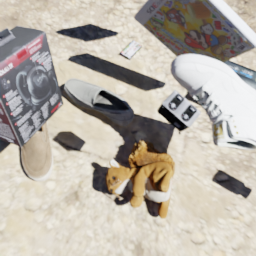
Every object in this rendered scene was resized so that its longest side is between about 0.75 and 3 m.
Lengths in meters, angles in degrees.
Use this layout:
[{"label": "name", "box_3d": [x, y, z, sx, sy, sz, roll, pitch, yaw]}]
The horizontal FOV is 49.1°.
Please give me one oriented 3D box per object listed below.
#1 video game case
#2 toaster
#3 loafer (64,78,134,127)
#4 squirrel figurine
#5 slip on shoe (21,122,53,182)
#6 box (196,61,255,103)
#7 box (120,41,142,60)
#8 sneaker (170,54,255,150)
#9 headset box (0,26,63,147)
[{"label": "video game case", "box_3d": [1.764, -2.798, 7.860, 2.808, 2.556, 0.321, 37, 72, -15]}, {"label": "toaster", "box_3d": [0.976, -0.298, 5.496, 0.699, 0.773, 0.459, 42, 80, 4]}, {"label": "loafer", "box_3d": [-1.045, -1.065, 9.825, 2.871, 1.002, 1.004, 27, 66, 13]}, {"label": "squirrel figurine", "box_3d": [0.372, 1.410, 8.516, 1.947, 1.476, 2.086, 7, 47, 16]}, {"label": "slip on shoe", "box_3d": [-3.023, 0.409, 9.169, 1.006, 0.802, 2.646, -6, 63, -3]}, {"label": "box", "box_3d": [4.037, -1.302, 10.181, 2.537, 0.584, 2.017, 27, 66, 13]}, {"label": "box", "box_3d": [0.126, -3.167, 11.406, 0.473, 0.149, 0.859, 34, 67, 16]}, {"label": "sneaker", "box_3d": [2.111, -0.477, 6.560, 2.793, 1.029, 1.614, 25, 62, -16]}, {"label": "headset box", "box_3d": [-2.752, -1.119, 6.979, 0.993, 2.573, 1.914, 17, 49, 19]}]
